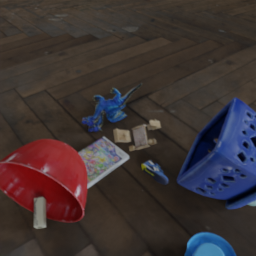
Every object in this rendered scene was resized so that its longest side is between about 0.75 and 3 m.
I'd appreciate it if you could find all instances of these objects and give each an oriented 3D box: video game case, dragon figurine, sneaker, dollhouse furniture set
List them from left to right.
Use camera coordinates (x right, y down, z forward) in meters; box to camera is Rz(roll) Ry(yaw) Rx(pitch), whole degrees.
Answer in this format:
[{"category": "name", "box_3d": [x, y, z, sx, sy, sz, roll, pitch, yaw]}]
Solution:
[{"category": "video game case", "box_3d": [-1.189, 1.203, 10.201, 2.032, 0.183, 1.455, -33, 51, -32]}, {"category": "dragon figurine", "box_3d": [-0.571, -0.812, 11.683, 2.938, 0.865, 1.460, -19, 58, -8]}, {"category": "dollhouse furniture set", "box_3d": [0.342, 0.298, 10.159, 0.725, 1.639, 0.849, 8, 69, -50]}, {"category": "sneaker", "box_3d": [0.990, 1.504, 9.692, 0.473, 0.425, 1.150, -30, 50, -32]}]

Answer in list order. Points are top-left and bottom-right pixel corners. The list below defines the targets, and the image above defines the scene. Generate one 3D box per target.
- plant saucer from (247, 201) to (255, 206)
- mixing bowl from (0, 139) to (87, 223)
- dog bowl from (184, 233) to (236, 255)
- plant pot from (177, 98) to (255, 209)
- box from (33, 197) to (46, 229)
[{"category": "plant saucer", "box_3d": [4.020, 2.106, 9.191, 0.958, 0.185, 0.958, -1, 42, 0]}, {"category": "mixing bowl", "box_3d": [-2.234, 1.337, 8.046, 2.767, 2.767, 1.499, 13, 47, 14]}, {"category": "dog bowl", "box_3d": [1.798, 3.751, 7.048, 1.275, 0.567, 2.288, 28, 48, 27]}, {"category": "plant pot", "box_3d": [3.201, 0.958, 8.521, 2.152, 2.394, 2.394, 33, 53, 1]}, {"category": "box", "box_3d": [-2.642, 2.542, 8.385, 0.292, 0.351, 0.853, -7, 60, -5]}]
